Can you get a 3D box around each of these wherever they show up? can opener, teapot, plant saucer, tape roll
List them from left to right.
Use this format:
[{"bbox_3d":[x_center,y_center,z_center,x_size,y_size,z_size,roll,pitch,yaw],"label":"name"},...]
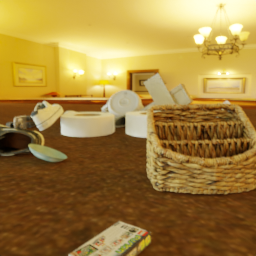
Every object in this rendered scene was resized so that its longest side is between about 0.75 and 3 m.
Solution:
[{"bbox_3d":[-5.410,-0.344,14.718,0.827,0.660,2.475,3,8,11],"label":"can opener"},{"bbox_3d":[-2.358,0.772,8.122,1.141,0.220,1.141,21,2,-1],"label":"plant saucer"},{"bbox_3d":[-1.877,-0.200,13.036,2.470,0.864,2.470,0,8,0],"label":"tape roll"},{"bbox_3d":[-0.182,-1.095,16.746,2.108,1.560,2.136,-37,62,-14],"label":"teapot"},{"bbox_3d":[1.194,-0.217,12.926,2.699,0.944,2.699,0,9,0],"label":"tape roll"}]

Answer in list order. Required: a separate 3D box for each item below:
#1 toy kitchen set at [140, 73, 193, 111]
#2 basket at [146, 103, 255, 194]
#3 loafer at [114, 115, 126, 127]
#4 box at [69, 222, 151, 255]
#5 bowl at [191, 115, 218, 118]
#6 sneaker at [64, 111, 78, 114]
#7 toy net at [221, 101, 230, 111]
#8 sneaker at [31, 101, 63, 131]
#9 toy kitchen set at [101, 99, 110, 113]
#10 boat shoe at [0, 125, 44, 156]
[{"bbox_3d":[2.042,-1.688,15.137,2.599,2.121,2.345,-32,-7,27],"label":"toy kitchen set"},{"bbox_3d":[1.631,0.379,6.245,2.392,1.782,1.707,0,9,-3],"label":"basket"},{"bbox_3d":[-0.198,-0.351,14.965,1.904,0.666,0.664,-15,19,-31],"label":"loafer"},{"bbox_3d":[-0.204,1.578,3.664,0.568,0.179,1.033,6,11,35],"label":"box"},{"bbox_3d":[2.740,0.004,10.898,2.367,1.111,2.367,1,9,0],"label":"bowl"},{"bbox_3d":[-2.333,-0.475,14.751,1.426,0.909,2.467,0,7,20],"label":"sneaker"},{"bbox_3d":[4.088,-0.661,12.509,0.690,1.314,0.254,25,-17,21],"label":"toy net"},{"bbox_3d":[-3.535,-0.751,12.304,0.953,0.924,2.610,-26,18,3],"label":"sneaker"},{"bbox_3d":[-1.304,-1.282,18.728,1.581,1.290,1.427,4,10,25],"label":"toy kitchen set"},{"bbox_3d":[-4.119,0.389,8.818,2.691,0.966,0.910,2,4,0],"label":"boat shoe"}]
